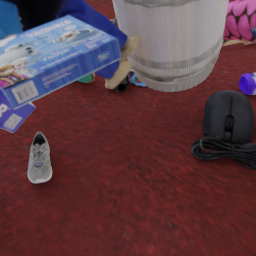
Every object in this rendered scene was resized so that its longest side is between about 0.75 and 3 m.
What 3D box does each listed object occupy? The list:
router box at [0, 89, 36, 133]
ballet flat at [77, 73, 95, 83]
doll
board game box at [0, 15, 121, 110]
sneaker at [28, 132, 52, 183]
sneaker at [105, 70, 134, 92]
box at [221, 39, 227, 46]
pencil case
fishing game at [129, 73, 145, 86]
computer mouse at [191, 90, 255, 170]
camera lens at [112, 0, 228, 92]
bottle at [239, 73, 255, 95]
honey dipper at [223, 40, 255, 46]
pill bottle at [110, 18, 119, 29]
[{"bbox_3d":[-3.384,-1.306,4.783,2.639,2.940,0.718,40,88,22],"label":"router box"},{"bbox_3d":[-2.047,-2.315,9.910,2.677,0.944,0.874,24,43,26],"label":"ballet flat"},{"bbox_3d":[-1.230,-1.744,4.302,2.946,0.714,2.010,30,61,-24],"label":"doll"},{"bbox_3d":[-0.776,-0.697,2.642,1.034,0.224,1.029,-30,43,-20],"label":"board game box"},{"bbox_3d":[-2.032,0.645,6.281,0.525,0.576,1.405,-10,38,-13],"label":"sneaker"},{"bbox_3d":[-0.118,-1.536,9.328,1.192,0.422,0.591,-33,50,-28],"label":"sneaker"},{"bbox_3d":[2.272,-3.088,8.030,0.966,0.267,1.415,4,73,-17],"label":"box"},{"bbox_3d":[2.847,-2.519,6.662,1.009,1.042,2.224,-21,22,2],"label":"pencil case"},{"bbox_3d":[0.492,-1.727,9.733,1.344,0.209,0.962,29,43,33],"label":"fishing game"},{"bbox_3d":[2.722,-0.250,7.305,2.007,0.764,2.899,7,38,10],"label":"computer mouse"},{"bbox_3d":[0.850,-2.335,5.642,2.176,2.720,2.176,-5,56,8],"label":"camera lens"},{"bbox_3d":[4.542,-1.445,9.035,1.743,0.569,0.728,-4,44,-6],"label":"bottle"},{"bbox_3d":[4.536,-3.719,12.213,2.521,0.479,0.479,-15,40,-12],"label":"honey dipper"},{"bbox_3d":[-0.213,-4.855,13.357,1.488,0.790,0.790,5,38,6],"label":"pill bottle"}]
